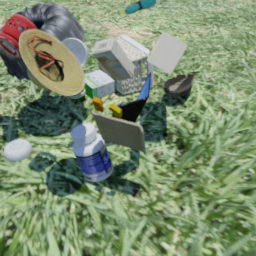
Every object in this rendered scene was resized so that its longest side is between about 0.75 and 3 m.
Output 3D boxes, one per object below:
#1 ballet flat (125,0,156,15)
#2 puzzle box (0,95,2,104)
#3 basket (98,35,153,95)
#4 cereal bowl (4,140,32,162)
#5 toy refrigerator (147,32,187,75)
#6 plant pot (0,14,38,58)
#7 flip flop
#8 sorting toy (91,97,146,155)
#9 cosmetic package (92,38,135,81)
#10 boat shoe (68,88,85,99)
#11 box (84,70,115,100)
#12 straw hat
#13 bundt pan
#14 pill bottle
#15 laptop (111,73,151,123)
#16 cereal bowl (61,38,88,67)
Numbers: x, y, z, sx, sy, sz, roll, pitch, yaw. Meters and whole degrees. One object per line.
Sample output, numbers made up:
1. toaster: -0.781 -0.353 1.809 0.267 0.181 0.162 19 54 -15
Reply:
1. ballet flat: 0.365 -3.799 8.697 1.004 0.341 0.363 -23 29 4
2. puzzle box: -4.343 -2.185 8.871 0.315 2.481 1.650 -7 52 -24
3. basket: -0.214 -2.939 13.119 1.659 1.823 2.689 -23 44 -20
4. cereal bowl: -3.818 0.710 9.655 0.922 0.384 0.922 0 39 0
5. toy refrigerator: 1.173 -2.493 9.365 0.903 0.980 2.581 28 15 -5
6. plant pot: -2.606 -2.119 6.608 0.805 0.805 0.733 21 66 24
7. flip flop: 2.368 -1.870 12.658 1.115 0.792 2.750 10 24 20
8. sorting toy: -0.230 -0.056 7.070 1.457 1.956 0.262 19 63 18
9. cosmetic package: -0.406 -1.993 8.303 0.685 1.302 0.463 -2 61 33
10. boat shoe: -2.554 -1.999 12.680 0.812 0.678 2.178 -26 43 -8
11. box: -1.450 -2.008 12.821 1.189 0.651 1.347 -25 44 -29
12. straw hat: -1.924 -1.335 6.559 0.748 1.768 1.768 -32 25 33
13. bundt pan: -3.018 -3.039 9.249 3.028 1.136 3.028 -8 55 12
14. pill bottle: -1.118 0.738 8.472 0.975 1.629 0.975 -12 32 8
15. laptop: -0.013 -0.672 7.965 1.619 1.435 0.836 -20 66 -27
16. cereal bowl: -1.517 -2.092 7.855 0.845 0.845 0.352 5 24 6
